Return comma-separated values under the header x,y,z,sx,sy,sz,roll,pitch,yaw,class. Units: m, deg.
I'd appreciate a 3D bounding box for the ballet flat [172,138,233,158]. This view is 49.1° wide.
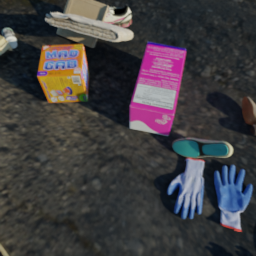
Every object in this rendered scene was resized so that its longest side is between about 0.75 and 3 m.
x,y,z,sx,sy,sz,roll,pitch,yaw,class
2.386,0.631,8.982,1.922,0.668,0.668,5,58,34,ballet flat

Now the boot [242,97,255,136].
x,y,z,sx,sy,sz,roll,pitch,yaw,class
4.773,-0.311,9.692,1.279,0.614,1.749,1,62,-7,boot

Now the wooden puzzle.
x,y,z,sx,sy,sz,roll,pitch,yaw,class
-1.878,-4.415,11.554,1.916,0.357,1.773,24,99,14,wooden puzzle

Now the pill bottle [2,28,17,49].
x,y,z,sx,sy,sz,roll,pitch,yaw,class
-4.871,-3.676,11.527,0.460,0.460,0.813,-24,64,-12,pill bottle

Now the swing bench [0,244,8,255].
x,y,z,sx,sy,sz,roll,pitch,yaw,class
-4.230,3.747,7.019,2.166,1.405,2.155,-42,70,-14,swing bench

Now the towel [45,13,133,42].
x,y,z,sx,sy,sz,roll,pitch,yaw,class
-1.359,-3.724,10.273,2.903,0.500,1.924,19,24,11,towel

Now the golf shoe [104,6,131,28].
x,y,z,sx,sy,sz,roll,pitch,yaw,class
-0.916,-4.682,11.782,2.098,0.966,0.762,-11,65,-1,golf shoe

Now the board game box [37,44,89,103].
x,y,z,sx,sy,sz,roll,pitch,yaw,class
-2.230,-1.905,9.954,1.440,1.441,1.440,-3,58,0,board game box

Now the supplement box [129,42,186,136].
x,y,z,sx,sy,sz,roll,pitch,yaw,class
1.017,-1.362,9.708,1.467,1.437,2.839,13,62,7,supplement box

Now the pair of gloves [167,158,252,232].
x,y,z,sx,sy,sz,roll,pitch,yaw,class
2.497,1.941,8.588,2.517,0.287,2.024,13,62,6,pair of gloves

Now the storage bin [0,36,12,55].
x,y,z,sx,sy,sz,roll,pitch,yaw,class
-5.690,-3.039,11.045,1.528,0.721,1.539,28,65,13,storage bin
